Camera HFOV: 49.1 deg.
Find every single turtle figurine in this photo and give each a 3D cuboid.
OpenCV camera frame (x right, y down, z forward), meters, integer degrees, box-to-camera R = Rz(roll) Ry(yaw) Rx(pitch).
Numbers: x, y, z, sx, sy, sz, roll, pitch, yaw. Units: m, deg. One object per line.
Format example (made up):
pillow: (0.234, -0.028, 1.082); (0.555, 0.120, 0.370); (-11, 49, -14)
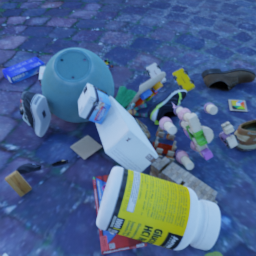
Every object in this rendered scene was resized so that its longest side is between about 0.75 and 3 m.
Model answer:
turtle figurine: (0.170, -0.614, 11.064); (1.171, 0.877, 0.590); (-12, 30, -24)

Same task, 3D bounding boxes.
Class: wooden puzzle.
wooden puzzle: (4.639, -0.963, 11.845); (0.704, 0.142, 0.761); (5, 44, 5)
wooden puzzle: (-1.513, 0.709, 10.090); (0.900, 0.168, 0.832); (32, 52, 33)
wooden puzzle: (0.784, -1.373, 11.278); (1.516, 1.637, 0.379); (-35, 77, -31)

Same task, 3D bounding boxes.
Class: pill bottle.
pill bottle: (0.765, 2.159, 7.260); (2.896, 1.628, 1.628); (17, 44, -3)

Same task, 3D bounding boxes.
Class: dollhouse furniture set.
dollhouse furniture set: (0.980, 0.670, 9.895); (1.403, 0.730, 1.418); (14, 44, -2)

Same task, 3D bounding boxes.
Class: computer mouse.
computer mouse: (-2.783, 1.196, 8.992); (1.875, 0.550, 0.319); (-13, 85, 11)

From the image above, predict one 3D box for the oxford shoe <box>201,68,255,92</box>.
oxford shoe: (4.605, -2.073, 12.641); (2.467, 0.896, 1.041); (-5, 62, -4)

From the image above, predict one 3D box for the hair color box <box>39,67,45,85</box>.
hair color box: (-3.873, -2.494, 13.299); (0.620, 0.357, 1.118); (-6, 43, -7)

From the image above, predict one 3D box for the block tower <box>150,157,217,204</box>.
block tower: (1.696, 1.743, 8.670); (2.194, 0.634, 0.593); (34, 54, 29)

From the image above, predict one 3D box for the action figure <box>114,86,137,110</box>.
action figure: (-0.306, -0.951, 11.604); (1.010, 0.467, 1.709); (21, 54, 19)

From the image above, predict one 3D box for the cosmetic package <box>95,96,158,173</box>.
cosmetic package: (-0.211, 0.167, 9.097); (1.027, 1.411, 2.775); (-43, 29, 9)

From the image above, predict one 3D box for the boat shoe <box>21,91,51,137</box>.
boat shoe: (-3.267, -0.452, 9.746); (0.768, 2.248, 0.830); (24, 64, 4)

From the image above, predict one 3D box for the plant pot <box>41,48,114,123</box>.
plant pot: (-1.967, -1.871, 10.643); (2.907, 1.958, 2.907); (1, 73, -4)

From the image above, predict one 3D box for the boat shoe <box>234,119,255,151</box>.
boat shoe: (5.043, 0.018, 10.107); (2.673, 0.987, 1.011); (-18, 41, -15)

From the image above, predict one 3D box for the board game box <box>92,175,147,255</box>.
board game box: (-0.320, 2.389, 8.270); (1.241, 0.234, 2.411); (-7, 44, -9)

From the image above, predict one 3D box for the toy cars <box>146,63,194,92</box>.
toy cars: (1.888, -2.180, 12.666); (2.562, 0.567, 1.149); (19, 69, 28)

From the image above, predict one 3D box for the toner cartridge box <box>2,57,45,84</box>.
toner cartridge box: (-5.027, -2.810, 13.596); (1.821, 0.393, 0.865); (-33, 54, -29)

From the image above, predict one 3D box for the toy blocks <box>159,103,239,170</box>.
toy blocks: (2.187, 0.046, 9.375); (1.971, 1.842, 1.659); (-29, 20, 0)

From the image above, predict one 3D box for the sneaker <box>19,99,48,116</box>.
sneaker: (-3.609, -0.763, 10.584); (1.694, 0.599, 0.828); (-2, 70, 44)

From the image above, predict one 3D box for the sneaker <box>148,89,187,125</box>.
sneaker: (1.746, -0.753, 11.282); (2.122, 0.761, 0.879); (-36, 59, -21)

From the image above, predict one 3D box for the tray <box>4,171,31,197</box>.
tray: (-3.324, 1.704, 8.494); (0.403, 0.817, 0.151); (-36, 39, -17)

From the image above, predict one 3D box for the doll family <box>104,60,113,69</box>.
doll family: (-1.121, -3.101, 13.929); (0.621, 0.421, 1.074); (-9, 49, -16)

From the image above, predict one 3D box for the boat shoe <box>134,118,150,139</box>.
boat shoe: (0.498, 0.069, 10.609); (0.431, 0.441, 1.167); (7, 34, -25)

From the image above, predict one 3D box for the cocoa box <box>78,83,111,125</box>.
cocoa box: (-1.106, -0.785, 9.055); (0.762, 0.775, 1.162); (23, 21, -24)

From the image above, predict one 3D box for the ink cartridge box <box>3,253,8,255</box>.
ink cartridge box: (-3.105, 3.776, 6.830); (0.987, 0.214, 0.969); (31, 52, 25)

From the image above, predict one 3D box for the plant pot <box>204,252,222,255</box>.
plant pot: (2.168, 3.527, 6.661); (0.996, 0.996, 0.946); (-10, 33, -10)
